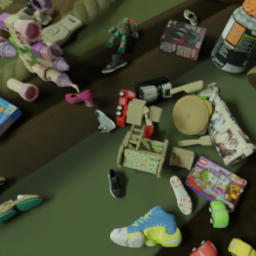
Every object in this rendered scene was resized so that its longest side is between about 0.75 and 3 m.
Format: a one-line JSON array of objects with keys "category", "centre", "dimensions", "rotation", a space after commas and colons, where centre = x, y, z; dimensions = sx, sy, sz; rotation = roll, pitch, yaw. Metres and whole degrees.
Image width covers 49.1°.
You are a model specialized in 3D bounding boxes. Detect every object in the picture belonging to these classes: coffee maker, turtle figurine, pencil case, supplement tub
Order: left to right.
[{"category": "turtle figurine", "centre": [-0.239, -3.853, 11.290], "dimensions": [1.203, 0.809, 1.607], "rotation": [17, 66, 10]}, {"category": "coffee maker", "centre": [0.855, -1.401, 9.787], "dimensions": [1.158, 0.780, 1.113], "rotation": [-14, 60, -9]}, {"category": "pencil case", "centre": [2.947, -0.086, 8.769], "dimensions": [1.011, 1.162, 2.598], "rotation": [-20, 62, -3]}, {"category": "supplement tub", "centre": [4.019, -3.189, 9.835], "dimensions": [1.390, 2.268, 1.390], "rotation": [10, 48, -11]}]

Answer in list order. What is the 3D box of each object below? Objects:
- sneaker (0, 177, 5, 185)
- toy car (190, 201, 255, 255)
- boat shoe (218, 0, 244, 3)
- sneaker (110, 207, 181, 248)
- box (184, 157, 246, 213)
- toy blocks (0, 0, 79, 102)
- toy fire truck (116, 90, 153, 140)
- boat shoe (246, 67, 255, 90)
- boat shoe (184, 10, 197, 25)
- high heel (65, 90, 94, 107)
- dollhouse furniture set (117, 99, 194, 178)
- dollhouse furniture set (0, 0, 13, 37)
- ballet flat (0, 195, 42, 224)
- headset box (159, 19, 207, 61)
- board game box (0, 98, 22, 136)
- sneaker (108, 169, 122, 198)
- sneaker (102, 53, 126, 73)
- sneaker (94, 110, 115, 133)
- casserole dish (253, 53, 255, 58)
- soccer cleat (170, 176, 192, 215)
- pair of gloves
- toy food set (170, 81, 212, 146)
[{"category": "sneaker", "centre": [-4.073, 1.856, 8.116], "dimensions": [1.129, 0.427, 0.495], "rotation": [-29, 82, -16]}, {"category": "toy car", "centre": [2.462, 2.752, 7.375], "dimensions": [1.742, 0.388, 1.639], "rotation": [-2, 70, -1]}, {"category": "boat shoe", "centre": [4.078, -6.277, 12.475], "dimensions": [2.583, 0.932, 0.930], "rotation": [11, 82, 13]}, {"category": "sneaker", "centre": [0.454, 2.579, 7.372], "dimensions": [1.887, 0.714, 0.991], "rotation": [11, 54, -16]}, {"category": "box", "centre": [2.555, 1.640, 8.238], "dimensions": [1.498, 0.293, 1.025], "rotation": [29, 63, 16]}, {"category": "toy blocks", "centre": [-2.793, -2.540, 9.240], "dimensions": [2.392, 2.655, 2.841], "rotation": [25, 64, 25]}, {"category": "toy fire truck", "centre": [0.244, -0.456, 9.408], "dimensions": [1.269, 0.439, 1.800], "rotation": [5, 60, 4]}, {"category": "boat shoe", "centre": [5.542, -1.523, 9.674], "dimensions": [2.881, 1.036, 0.979], "rotation": [25, 75, 1]}, {"category": "boat shoe", "centre": [2.694, -4.823, 12.093], "dimensions": [0.323, 0.270, 0.903], "rotation": [-30, 61, 7]}, {"category": "high heel", "centre": [-1.715, -1.134, 9.560], "dimensions": [1.279, 0.614, 0.431], "rotation": [22, 44, 35]}, {"category": "dollhouse furniture set", "centre": [0.903, 0.364, 7.900], "dimensions": [2.097, 1.854, 1.166], "rotation": [13, 29, 8]}, {"category": "dollhouse furniture set", "centre": [-5.089, -4.288, 11.197], "dimensions": [1.464, 1.656, 0.920], "rotation": [-43, 107, -11]}, {"category": "ballet flat", "centre": [-3.141, 2.159, 7.852], "dimensions": [1.414, 0.498, 0.461], "rotation": [-23, 47, -17]}, {"category": "headset box", "centre": [2.243, -3.472, 11.093], "dimensions": [1.723, 0.646, 1.281], "rotation": [19, 61, 11]}, {"category": "board game box", "centre": [-4.838, -0.471, 9.421], "dimensions": [1.925, 0.433, 1.464], "rotation": [28, 63, 16]}, {"category": "sneaker", "centre": [-0.411, 1.620, 8.204], "dimensions": [0.328, 0.380, 0.867], "rotation": [-16, 60, -9]}, {"category": "sneaker", "centre": [-0.589, -2.458, 10.510], "dimensions": [1.054, 0.523, 0.373], "rotation": [-31, 33, -20]}, {"category": "sneaker", "centre": [-0.902, -0.175, 9.312], "dimensions": [0.918, 0.345, 0.530], "rotation": [38, 68, 19]}, {"category": "casserole dish", "centre": [5.013, -3.923, 11.476], "dimensions": [1.525, 0.488, 2.517], "rotation": [12, 59, 7]}, {"category": "soccer cleat", "centre": [1.531, 1.918, 8.049], "dimensions": [0.387, 0.434, 1.118], "rotation": [-23, 79, 7]}, {"category": "pair of gloves", "centre": [-3.545, -4.269, 11.698], "dimensions": [2.615, 0.458, 2.223], "rotation": [29, 58, 11]}, {"category": "toy food set", "centre": [2.030, -0.398, 8.850], "dimensions": [1.341, 0.390, 1.942], "rotation": [-9, 86, 41]}]
